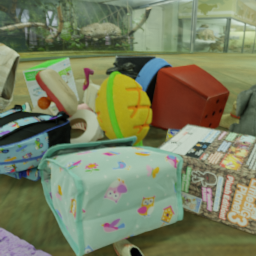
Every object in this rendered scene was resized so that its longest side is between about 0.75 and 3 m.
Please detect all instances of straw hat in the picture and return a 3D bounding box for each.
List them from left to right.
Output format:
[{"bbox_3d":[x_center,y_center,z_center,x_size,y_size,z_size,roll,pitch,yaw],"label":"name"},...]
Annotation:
[{"bbox_3d":[5.224,-0.728,12.337,2.625,1.111,2.625,0,21,0],"label":"straw hat"}]

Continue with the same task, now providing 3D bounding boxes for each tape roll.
[{"bbox_3d":[-1.783,0.091,9.761,1.673,0.306,1.673,-8,55,11],"label":"tape roll"}]

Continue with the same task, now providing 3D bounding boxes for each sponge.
[{"bbox_3d":[-2.475,2.410,4.801,2.560,0.382,1.428,12,23,28],"label":"sponge"}]

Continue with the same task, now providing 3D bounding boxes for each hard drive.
[{"bbox_3d":[0.165,-1.776,12.220,1.917,2.843,0.602,-5,32,-15],"label":"hard drive"}]

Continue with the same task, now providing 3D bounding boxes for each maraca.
[{"bbox_3d":[-0.034,-0.215,8.141,1.543,2.884,1.977,-7,31,21],"label":"maraca"}]

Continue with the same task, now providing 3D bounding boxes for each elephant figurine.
[{"bbox_3d":[4.551,-0.716,9.979,1.898,2.683,2.081,-5,21,-14],"label":"elephant figurine"}]

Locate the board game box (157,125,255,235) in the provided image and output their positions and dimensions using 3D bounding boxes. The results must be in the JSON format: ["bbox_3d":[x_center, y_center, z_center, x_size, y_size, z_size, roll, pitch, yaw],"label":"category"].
[{"bbox_3d":[2.346,1.090,6.946,2.827,1.369,2.254,12,23,30],"label":"board game box"}]

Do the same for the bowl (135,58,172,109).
[{"bbox_3d":[1.109,-1.521,12.088,0.565,2.880,2.880,27,31,26],"label":"bowl"}]

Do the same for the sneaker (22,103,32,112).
[{"bbox_3d":[-4.515,-0.419,11.879,0.958,0.933,2.406,-14,23,-13],"label":"sneaker"}]

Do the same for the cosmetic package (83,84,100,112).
[{"bbox_3d":[-1.185,-1.137,10.728,0.577,0.817,1.579,10,14,-29],"label":"cosmetic package"}]

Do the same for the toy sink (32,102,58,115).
[{"bbox_3d":[-3.076,-0.631,10.943,0.754,0.877,1.346,-36,0,-43],"label":"toy sink"}]

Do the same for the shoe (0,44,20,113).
[{"bbox_3d":[-3.949,-1.176,8.632,0.720,2.698,0.943,21,22,-2],"label":"shoe"}]

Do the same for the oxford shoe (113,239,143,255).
[{"bbox_3d":[0.043,2.268,5.197,0.346,0.361,0.978,-15,27,-35],"label":"oxford shoe"}]

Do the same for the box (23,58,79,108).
[{"bbox_3d":[-3.347,-1.842,12.728,1.196,2.184,2.475,-5,23,12],"label":"box"}]

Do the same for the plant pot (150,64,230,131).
[{"bbox_3d":[2.643,-1.031,11.577,2.477,2.479,2.185,-18,38,-40],"label":"plant pot"}]

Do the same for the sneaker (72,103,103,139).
[{"bbox_3d":[-1.821,-0.240,11.219,1.469,1.058,2.810,-12,25,-7],"label":"sneaker"}]

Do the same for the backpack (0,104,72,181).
[{"bbox_3d":[-3.186,0.512,7.950,2.397,1.766,2.626,9,21,24],"label":"backpack"}]

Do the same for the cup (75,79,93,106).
[{"bbox_3d":[-2.502,-2.063,15.795,1.721,1.231,1.721,0,21,0],"label":"cup"}]

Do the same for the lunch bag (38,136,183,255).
[{"bbox_3d":[-0.538,1.152,6.211,2.396,1.715,2.813,-6,11,-28],"label":"lunch bag"}]

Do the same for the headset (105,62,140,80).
[{"bbox_3d":[-0.199,-1.187,10.070,1.407,2.996,1.850,-15,62,-16],"label":"headset"}]

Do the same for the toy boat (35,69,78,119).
[{"bbox_3d":[-2.585,-1.033,9.551,1.181,1.806,1.179,-36,12,13],"label":"toy boat"}]

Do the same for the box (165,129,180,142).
[{"bbox_3d":[1.556,0.536,9.694,0.489,0.533,1.522,4,21,11],"label":"box"}]

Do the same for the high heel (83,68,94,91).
[{"bbox_3d":[-1.479,-1.646,9.521,0.407,0.849,0.286,8,40,-36],"label":"high heel"}]
